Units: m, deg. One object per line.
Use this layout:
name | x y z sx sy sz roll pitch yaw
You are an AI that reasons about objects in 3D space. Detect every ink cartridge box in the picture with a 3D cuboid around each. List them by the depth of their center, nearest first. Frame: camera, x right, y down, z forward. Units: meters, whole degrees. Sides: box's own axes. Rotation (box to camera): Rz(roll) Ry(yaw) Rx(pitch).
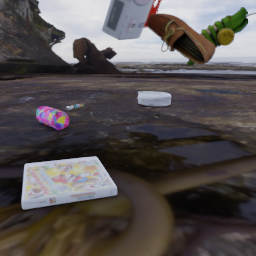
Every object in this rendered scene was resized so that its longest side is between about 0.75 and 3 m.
ink cartridge box | 0.583 -3.367 7.005 0.749 2.133 2.625 37 34 21

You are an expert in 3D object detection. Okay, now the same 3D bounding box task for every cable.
cable | 1.261 -1.387 13.485 1.610 0.558 1.611 2 14 3

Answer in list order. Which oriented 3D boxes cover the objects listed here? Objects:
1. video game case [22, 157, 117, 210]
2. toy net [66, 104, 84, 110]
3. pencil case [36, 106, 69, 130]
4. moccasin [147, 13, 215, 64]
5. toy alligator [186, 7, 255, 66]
video game case | -1.087 0.882 4.935 1.426 0.179 1.566 -5 15 -18
toy net | -2.349 -0.901 12.359 0.426 0.157 0.813 13 20 34
pencil case | -2.492 -0.343 9.109 0.638 0.638 1.444 -10 16 -36
moccasin | 1.357 -2.433 7.706 2.095 0.766 0.809 42 51 8
toy alligator | 2.751 -2.890 8.160 2.821 0.678 0.935 -37 30 23
